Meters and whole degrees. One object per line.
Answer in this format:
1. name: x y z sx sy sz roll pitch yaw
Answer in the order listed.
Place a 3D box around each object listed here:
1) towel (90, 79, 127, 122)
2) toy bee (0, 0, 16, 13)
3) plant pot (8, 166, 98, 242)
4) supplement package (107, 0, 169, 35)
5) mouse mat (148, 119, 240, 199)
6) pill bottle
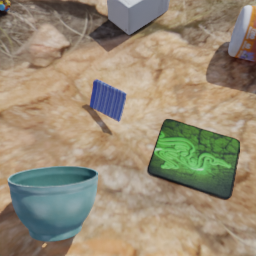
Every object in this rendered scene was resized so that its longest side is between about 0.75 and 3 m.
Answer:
1. towel: -0.589 -0.766 7.698 1.179 0.853 0.141 28 25 32
2. toy bee: -4.355 -4.390 9.963 0.832 0.452 0.545 11 17 -3
3. plant pot: -1.578 1.624 6.063 1.869 1.869 1.252 0 94 0
4. supplement package: 0.362 -4.301 9.526 1.927 1.130 1.126 -39 68 -19
5. mouse mat: 1.777 0.742 7.405 2.188 0.082 1.760 17 63 10
6. pill bottle: 4.588 -2.628 8.393 2.713 1.522 1.522 15 63 9
